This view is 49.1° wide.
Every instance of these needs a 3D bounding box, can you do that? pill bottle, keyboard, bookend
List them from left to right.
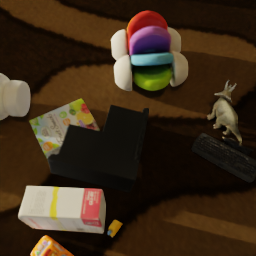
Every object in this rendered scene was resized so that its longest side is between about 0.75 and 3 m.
[{"bbox_3d":[-4.359,-0.961,8.367,2.564,1.419,1.419,4,60,3],"label":"pill bottle"},{"bbox_3d":[-0.729,0.349,7.663,2.207,1.017,2.193,13,59,-1],"label":"bookend"},{"bbox_3d":[2.875,0.678,8.049,1.889,0.374,0.983,29,64,15],"label":"keyboard"}]

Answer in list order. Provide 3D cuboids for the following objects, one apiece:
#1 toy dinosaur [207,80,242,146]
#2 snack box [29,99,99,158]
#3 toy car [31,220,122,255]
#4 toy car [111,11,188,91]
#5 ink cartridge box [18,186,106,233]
[{"bbox_3d":[2.871,-0.363,8.287,0.739,0.982,1.919,-2,59,-1],"label":"toy dinosaur"},{"bbox_3d":[-1.872,-0.009,8.353,1.702,0.451,1.211,-26,65,-15],"label":"snack box"},{"bbox_3d":[-1.268,2.611,6.730,2.184,0.727,1.071,-35,66,-18],"label":"toy car"},{"bbox_3d":[0.676,-2.547,8.937,2.356,2.019,2.692,-5,60,-3],"label":"toy car"},{"bbox_3d":[-1.490,1.981,6.746,1.791,1.300,0.747,2,58,1],"label":"ink cartridge box"}]
